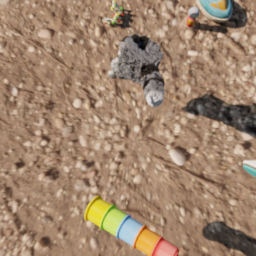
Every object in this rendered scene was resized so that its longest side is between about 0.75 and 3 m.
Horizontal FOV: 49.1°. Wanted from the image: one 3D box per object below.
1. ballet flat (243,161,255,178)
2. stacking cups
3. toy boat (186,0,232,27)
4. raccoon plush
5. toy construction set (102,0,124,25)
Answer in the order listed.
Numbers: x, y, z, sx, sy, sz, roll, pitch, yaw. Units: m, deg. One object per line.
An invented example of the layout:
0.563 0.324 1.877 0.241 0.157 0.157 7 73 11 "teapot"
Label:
3.736 1.204 6.154 0.826 0.826 2.379 -43 43 -10 "ballet flat"
0.073 2.460 6.726 2.380 0.720 0.720 22 75 26 "stacking cups"
3.194 -4.804 11.173 2.028 0.943 1.705 -35 78 -9 "toy boat"
0.074 -1.409 8.119 1.276 1.767 2.638 13 56 -18 "raccoon plush"
-0.572 -4.582 11.358 0.675 0.475 1.030 33 85 -16 "toy construction set"
